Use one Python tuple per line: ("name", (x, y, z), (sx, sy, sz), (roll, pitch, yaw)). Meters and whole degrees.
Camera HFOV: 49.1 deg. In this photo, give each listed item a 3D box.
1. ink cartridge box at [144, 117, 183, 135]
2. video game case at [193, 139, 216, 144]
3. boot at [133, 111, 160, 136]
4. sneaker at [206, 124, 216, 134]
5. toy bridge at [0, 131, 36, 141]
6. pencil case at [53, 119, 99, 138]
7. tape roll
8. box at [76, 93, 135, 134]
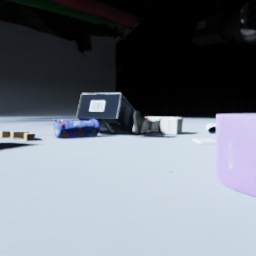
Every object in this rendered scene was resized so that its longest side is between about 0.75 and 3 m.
("ink cartridge box", (1.776, -0.130, 14.800), (2.000, 0.838, 1.443), (1, 4, 22))
("video game case", (3.001, 0.518, 10.825), (0.759, 0.093, 1.061), (0, 4, -2))
("boot", (0.895, -0.262, 13.007), (1.187, 0.598, 1.588), (-12, 46, 11))
("sneaker", (4.809, 0.105, 14.340), (1.608, 0.605, 0.709), (-5, 14, 21))
("toy bridge", (-4.682, 0.315, 12.160), (2.352, 0.320, 0.791), (3, 2, 41))
("pencil case", (-2.370, 0.011, 12.697), (2.098, 0.819, 0.911), (-1, 28, -34))
("tape roll", (2.997, 0.366, 4.857), (2.843, 1.208, 2.843), (-1, 4, 0))
("box", (-1.056, -0.700, 14.263), (2.222, 1.377, 2.184), (2, -18, 22))
